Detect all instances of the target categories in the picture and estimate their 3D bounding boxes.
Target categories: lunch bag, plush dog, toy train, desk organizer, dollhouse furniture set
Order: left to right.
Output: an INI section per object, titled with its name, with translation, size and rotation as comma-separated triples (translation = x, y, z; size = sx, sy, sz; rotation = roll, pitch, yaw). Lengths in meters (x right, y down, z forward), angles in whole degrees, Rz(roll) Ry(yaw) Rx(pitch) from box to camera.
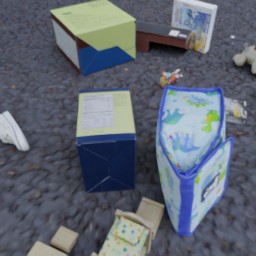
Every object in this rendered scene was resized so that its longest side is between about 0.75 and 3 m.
[dollhouse furniture set]
translation = -0.644, 2.210, 6.235
size = 2.292, 1.441, 2.592
rotation = 17, 46, 17
[desk organizer]
translation = 1.493, -4.099, 13.086
size = 2.715, 1.045, 0.974
rotation = 15, 46, 16
[toy train]
translation = 1.630, -2.010, 10.902
size = 0.938, 1.249, 0.347
rotation = -32, 78, 5
[lunch bag]
translation = 1.526, 0.773, 6.919
size = 1.873, 2.499, 2.939
rotation = 4, 45, 16
[plush dog]
translation = 5.593, -3.042, 12.052
size = 1.385, 1.294, 1.613
rotation = -8, 39, -43

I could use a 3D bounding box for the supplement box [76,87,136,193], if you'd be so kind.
[supplement box]
translation = -0.576, 0.318, 7.738
size = 1.397, 2.082, 2.079
rotation = -3, 44, -3

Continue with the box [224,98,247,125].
[box]
translation = 3.798, -0.623, 10.042
size = 0.851, 0.260, 1.075
rotation = 12, 45, 12

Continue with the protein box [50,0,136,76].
[protein box]
translation = -1.545, -4.116, 12.487
size = 2.774, 1.886, 2.795
rotation = -23, 48, -22

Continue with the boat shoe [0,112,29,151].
[boat shoe]
translation = -3.785, 0.169, 8.909
size = 0.669, 0.732, 2.035
rotation = -31, 51, -21

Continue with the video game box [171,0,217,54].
[video game box]
translation = 2.944, -4.769, 13.004
size = 1.952, 2.143, 0.502
rotation = 31, 53, 29
